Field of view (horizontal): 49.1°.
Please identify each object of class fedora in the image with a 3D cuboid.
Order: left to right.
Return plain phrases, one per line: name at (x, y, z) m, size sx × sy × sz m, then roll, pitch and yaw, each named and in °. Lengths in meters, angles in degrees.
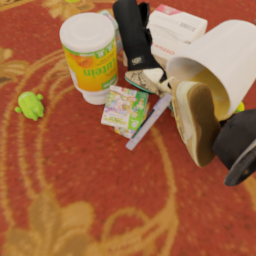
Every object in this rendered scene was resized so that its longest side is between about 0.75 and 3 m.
fedora at (2.643, 0.234, 6.108) m, size 2.213 × 2.213 × 1.011 m, roll -31°, pitch 59°, yaw -23°

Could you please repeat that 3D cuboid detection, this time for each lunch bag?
lunch bag at (-0.923, -2.814, 9.323) m, size 1.932 × 2.408 × 0.928 m, roll -44°, pitch 91°, yaw 11°

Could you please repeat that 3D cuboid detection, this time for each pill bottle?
pill bottle at (-0.931, -1.697, 7.508) m, size 1.294 × 2.330 × 1.294 m, roll -1°, pitch 57°, yaw 2°

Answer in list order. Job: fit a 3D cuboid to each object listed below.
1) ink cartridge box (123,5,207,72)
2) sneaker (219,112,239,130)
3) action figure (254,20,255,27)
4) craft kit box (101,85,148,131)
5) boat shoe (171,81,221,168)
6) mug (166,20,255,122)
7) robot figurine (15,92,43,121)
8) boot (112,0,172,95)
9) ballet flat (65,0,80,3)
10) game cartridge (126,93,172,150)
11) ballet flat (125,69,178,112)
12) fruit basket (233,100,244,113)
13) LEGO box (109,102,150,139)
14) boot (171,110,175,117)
ink cartridge box at (1.305, -2.986, 9.915) m, size 1.939 × 1.129 × 2.663 m, roll 28°, pitch 57°, yaw 17°
sneaker at (2.908, -0.178, 8.131) m, size 0.666 × 0.482 × 1.364 m, roll -17°, pitch 5°, yaw -40°
action figure at (5.566, -4.122, 11.786) m, size 2.221 × 0.607 × 1.312 m, roll -17°, pitch 49°, yaw -18°
craft kit box at (-0.079, -0.479, 6.953) m, size 0.994 × 0.241 × 0.981 m, roll 12°, pitch 84°, yaw 3°
boat shoe at (1.571, -0.087, 6.562) m, size 0.886 × 2.393 × 0.794 m, roll -32°, pitch 38°, yaw -19°
mug at (2.258, -1.466, 7.008) m, size 1.937 × 2.419 × 1.986 m, roll 44°, pitch 75°, yaw 9°
robot figurine at (-3.105, -0.716, 8.922) m, size 0.919 × 0.606 × 1.048 m, roll -35°, pitch 58°, yaw -8°
boot at (0.482, -2.258, 8.095) m, size 1.064 × 2.787 × 2.342 m, roll -13°, pitch 84°, yaw 17°
ballet flat at (-1.063, -4.153, 8.338) m, size 0.663 × 0.660 × 1.977 m, roll 19°, pitch 44°, yaw 39°
game cartridge at (0.407, -0.136, 5.475) m, size 0.227 × 1.181 × 0.766 m, roll 40°, pitch 22°, yaw 6°
ballet flat at (0.789, -0.963, 6.475) m, size 1.742 × 0.656 × 0.591 m, roll 32°, pitch 28°, yaw -14°
fruit basket at (3.177, -0.727, 8.610) m, size 0.788 × 1.092 × 1.092 m, roll 9°, pitch 50°, yaw 20°
LEGO box at (0.040, -0.337, 8.185) m, size 0.845 × 1.134 × 0.438 m, roll 24°, pitch 24°, yaw 15°
boot at (2.056, -0.775, 8.896) m, size 1.383 × 0.487 × 0.990 m, roll 7°, pitch 67°, yaw 20°
